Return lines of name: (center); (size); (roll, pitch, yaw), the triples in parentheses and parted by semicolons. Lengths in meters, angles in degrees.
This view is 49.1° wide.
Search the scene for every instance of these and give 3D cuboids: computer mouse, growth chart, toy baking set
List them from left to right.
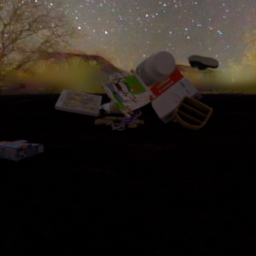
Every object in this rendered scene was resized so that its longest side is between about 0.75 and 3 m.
computer mouse: (-1.418, -1.142, 16.545); (1.389, 0.556, 2.533); (4, 10, 30)
toy baking set: (-0.299, -0.159, 11.407); (2.372, 0.276, 1.820); (10, 16, 40)
growth chart: (0.012, -1.409, 10.561); (0.225, 1.839, 2.541); (-47, -7, 38)

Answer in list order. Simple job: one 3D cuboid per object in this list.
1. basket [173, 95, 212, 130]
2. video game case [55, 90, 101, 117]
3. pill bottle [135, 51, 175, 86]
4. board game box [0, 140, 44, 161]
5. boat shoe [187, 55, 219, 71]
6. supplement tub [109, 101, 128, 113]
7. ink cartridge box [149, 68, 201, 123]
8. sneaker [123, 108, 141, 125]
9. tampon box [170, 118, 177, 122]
basket: (2.298, -0.492, 10.237); (1.177, 0.840, 0.877); (30, -15, 3)
video game case: (-2.361, -1.245, 13.642); (2.004, 0.229, 1.824); (10, 32, -6)
pill bottle: (1.133, -2.498, 11.920); (1.139, 1.139, 2.010); (-3, -1, -18)
board game box: (-2.806, 0.508, 6.924); (1.022, 0.316, 1.023); (4, 10, 19)
boat shoe: (2.874, -2.420, 10.641); (0.501, 0.471, 1.394); (-32, 36, -23)
supplement tub: (-0.354, -0.999, 12.860); (0.912, 0.663, 0.663); (2, 8, 41)
ink cartridge box: (1.781, -1.550, 12.139); (0.658, 1.874, 2.306); (38, 19, -50)
sneaker: (0.126, -0.559, 10.756); (0.362, 0.518, 1.042); (16, 40, 28)
tampon box: (2.143, -0.610, 13.154); (0.671, 0.565, 0.895); (-4, 10, -24)
